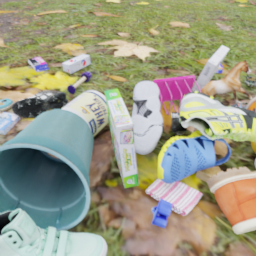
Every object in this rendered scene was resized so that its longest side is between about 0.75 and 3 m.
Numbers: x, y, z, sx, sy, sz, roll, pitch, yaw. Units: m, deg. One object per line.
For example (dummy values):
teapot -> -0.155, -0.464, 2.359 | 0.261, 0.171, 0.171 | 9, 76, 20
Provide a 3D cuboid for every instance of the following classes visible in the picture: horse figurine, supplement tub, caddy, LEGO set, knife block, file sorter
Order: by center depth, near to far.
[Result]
caddy -> 0.777, 2.051, 6.790 | 0.447, 0.602, 0.852 | 21, 0, 12
knife block -> 2.509, 1.495, 8.019 | 0.930, 0.297, 0.816 | -4, 36, -7
supplement tub -> -1.570, -0.276, 9.492 | 1.398, 1.398, 1.928 | 18, 41, 23
horse figurine -> 3.489, -1.338, 10.387 | 2.344, 1.553, 0.585 | -19, 26, 31
file sorter -> 1.851, -1.183, 10.876 | 1.661, 1.154, 1.042 | -8, 51, -9
LEGO set -> 5.471, -2.075, 12.832 | 1.746, 0.495, 1.134 | 0, 33, 22

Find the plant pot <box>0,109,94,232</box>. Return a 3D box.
plant pot -> -2.020, 0.872, 7.258 | 2.560, 2.560, 2.508 | 2, 28, 3

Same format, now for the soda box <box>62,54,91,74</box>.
soda box -> -2.607, -3.266, 14.256 | 0.514, 0.481, 1.510 | 19, 40, 31

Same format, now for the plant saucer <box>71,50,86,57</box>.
plant saucer -> -2.753, -4.146, 15.738 | 0.836, 0.148, 0.836 | 0, 37, 0

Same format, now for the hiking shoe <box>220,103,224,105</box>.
hiking shoe -> 3.345, -1.005, 11.140 | 0.902, 0.454, 0.342 | 11, 79, 8

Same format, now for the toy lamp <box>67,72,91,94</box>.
toy lamp -> -2.179, -2.107, 12.746 | 0.467, 0.467, 1.605 | 14, 38, 19

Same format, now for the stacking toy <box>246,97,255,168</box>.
stacking toy -> 4.478, 0.332, 8.727 | 1.909, 1.909, 2.612 | 16, 54, 20

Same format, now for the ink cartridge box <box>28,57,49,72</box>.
ink cartridge box -> -4.666, -3.307, 14.556 | 0.651, 0.255, 1.376 | -21, 44, -26

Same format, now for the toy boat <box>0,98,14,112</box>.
toy boat -> -5.184, -1.004, 11.248 | 0.998, 0.464, 0.839 | 19, 41, 24

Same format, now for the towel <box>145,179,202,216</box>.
towel -> 1.235, 1.744, 7.564 | 1.275, 0.191, 0.933 | 26, 42, 31

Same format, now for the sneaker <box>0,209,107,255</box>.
sneaker -> -1.751, 2.369, 5.812 | 2.605, 1.537, 0.959 | -3, 35, -6

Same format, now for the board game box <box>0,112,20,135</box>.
board game box -> -4.732, -0.201, 10.366 | 1.022, 0.223, 1.027 | 9, 38, 11

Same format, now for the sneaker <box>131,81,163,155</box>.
sneaker -> 0.581, -0.088, 9.296 | 1.041, 1.592, 2.770 | 2, 54, 4

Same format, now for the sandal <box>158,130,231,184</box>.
sandal -> 1.914, 0.775, 7.887 | 1.239, 1.131, 2.845 | 19, 31, 41

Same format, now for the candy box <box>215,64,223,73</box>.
candy box -> 4.361, -3.061, 14.148 | 0.668, 0.304, 0.790 | 2, 38, 1

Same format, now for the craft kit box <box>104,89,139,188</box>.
craft kit box -> -0.196, 0.245, 7.895 | 0.501, 2.039, 2.065 | -9, 33, -9

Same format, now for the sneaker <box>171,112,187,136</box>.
sneaker -> 1.803, -0.105, 9.358 | 0.596, 0.811, 1.792 | 2, 5, -4

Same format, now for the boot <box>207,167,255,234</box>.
boot -> 3.647, 1.807, 7.171 | 2.985, 1.120, 1.601 | -7, 54, -15

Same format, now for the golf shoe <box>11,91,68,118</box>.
golf shoe -> -3.515, -0.973, 11.043 | 2.162, 0.841, 1.022 | -15, 29, -30

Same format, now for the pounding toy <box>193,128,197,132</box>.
pounding toy -> 2.442, 0.036, 9.428 | 0.964, 0.847, 0.441 | 9, 62, -52

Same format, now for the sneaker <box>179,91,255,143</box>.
sneaker -> 2.748, -0.025, 7.933 | 2.796, 1.054, 1.068 | 20, 62, 12

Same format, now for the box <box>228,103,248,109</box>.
box -> 3.676, -0.642, 10.195 | 0.765, 0.211, 1.120 | -7, -10, -42

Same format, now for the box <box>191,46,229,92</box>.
box -> 3.512, -2.448, 12.039 | 0.419, 1.665, 2.307 | 34, 42, 12
